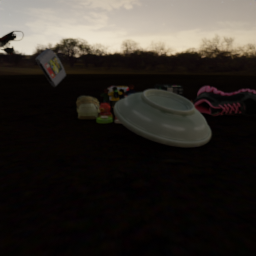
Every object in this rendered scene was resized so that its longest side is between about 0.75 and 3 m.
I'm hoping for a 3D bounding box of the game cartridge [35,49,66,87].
[{"bbox_3d":[-2.223,-1.771,8.178,0.200,0.976,0.650,-1,44,31],"label":"game cartridge"}]

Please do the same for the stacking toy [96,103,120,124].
[{"bbox_3d":[-0.534,-0.569,10.288,1.375,0.581,1.244,1,13,11],"label":"stacking toy"}]

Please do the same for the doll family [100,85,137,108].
[{"bbox_3d":[-0.388,-1.514,13.262,1.819,1.052,0.714,-9,16,-33],"label":"doll family"}]

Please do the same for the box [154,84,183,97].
[{"bbox_3d":[2.142,-1.856,15.067,1.031,0.863,1.388,-6,15,-22],"label":"box"}]

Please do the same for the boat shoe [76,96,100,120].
[{"bbox_3d":[-1.654,-0.991,11.461,1.008,0.869,2.763,-1,14,-4],"label":"boat shoe"}]

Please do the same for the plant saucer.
[{"bbox_3d":[1.046,-0.489,7.943,2.864,0.719,2.864,12,25,-6],"label":"plant saucer"}]

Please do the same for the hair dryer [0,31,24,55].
[{"bbox_3d":[-4.553,-2.839,9.763,1.716,0.466,1.307,-1,47,4],"label":"hair dryer"}]

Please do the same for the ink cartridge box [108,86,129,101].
[{"bbox_3d":[-0.376,-1.965,15.919,1.431,0.684,1.630,2,13,3],"label":"ink cartridge box"}]

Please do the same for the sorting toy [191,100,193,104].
[{"bbox_3d":[2.983,-1.084,13.071,0.890,0.312,1.845,12,18,42],"label":"sorting toy"}]

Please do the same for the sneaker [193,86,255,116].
[{"bbox_3d":[3.851,-0.838,11.062,2.911,1.150,1.388,11,39,41],"label":"sneaker"}]
